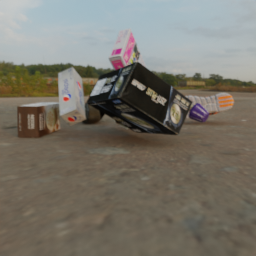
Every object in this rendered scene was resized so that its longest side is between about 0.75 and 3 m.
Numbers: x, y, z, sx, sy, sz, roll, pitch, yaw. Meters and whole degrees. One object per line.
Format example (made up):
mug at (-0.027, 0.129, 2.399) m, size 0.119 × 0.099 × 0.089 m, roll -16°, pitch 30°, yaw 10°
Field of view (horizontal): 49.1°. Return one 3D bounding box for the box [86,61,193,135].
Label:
box at (0.245, -0.840, 9.347) m, size 2.322 × 1.221 × 2.835 m, roll 31°, pitch -12°, yaw -25°

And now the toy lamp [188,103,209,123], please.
toy lamp at (2.080, -0.984, 11.019) m, size 0.699 × 0.699 × 2.402 m, roll -9°, pitch 38°, yaw -47°

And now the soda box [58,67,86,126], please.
soda box at (-2.001, -1.134, 9.899) m, size 0.647 × 2.041 × 0.697 m, roll -20°, pitch -35°, yaw 12°

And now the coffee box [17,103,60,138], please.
coffee box at (-3.450, -0.355, 11.037) m, size 0.825 × 1.183 × 2.069 m, roll 2°, pitch 10°, yaw 9°

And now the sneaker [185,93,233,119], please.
sneaker at (3.660, -0.978, 14.080) m, size 2.964 × 1.150 × 1.661 m, roll -3°, pitch -5°, yaw 10°

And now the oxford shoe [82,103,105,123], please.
oxford shoe at (-1.815, -0.749, 14.804) m, size 1.146 × 0.986 × 2.714 m, roll 5°, pitch 17°, yaw -8°

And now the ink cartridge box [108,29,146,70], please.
ink cartridge box at (0.227, -2.186, 11.214) m, size 0.623 × 2.970 × 1.772 m, roll -3°, pitch 49°, yaw 22°

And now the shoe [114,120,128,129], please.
shoe at (-0.354, -0.353, 11.852) m, size 0.429 × 0.563 × 1.609 m, roll -47°, pitch 42°, yaw -15°
